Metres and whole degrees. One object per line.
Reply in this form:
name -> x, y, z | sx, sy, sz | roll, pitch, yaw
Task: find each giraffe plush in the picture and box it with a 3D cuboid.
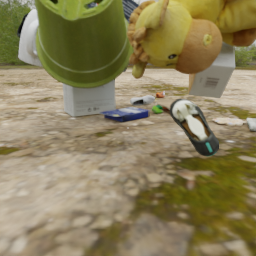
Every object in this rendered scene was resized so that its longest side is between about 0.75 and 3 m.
giraffe plush -> 1.100, -2.057, 5.202 | 2.953, 2.548, 2.394 | 17, 60, 29

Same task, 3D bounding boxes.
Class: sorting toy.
sorting toy -> 1.758, -0.859, 11.684 | 1.975, 0.291, 1.460 | -1, 19, -18

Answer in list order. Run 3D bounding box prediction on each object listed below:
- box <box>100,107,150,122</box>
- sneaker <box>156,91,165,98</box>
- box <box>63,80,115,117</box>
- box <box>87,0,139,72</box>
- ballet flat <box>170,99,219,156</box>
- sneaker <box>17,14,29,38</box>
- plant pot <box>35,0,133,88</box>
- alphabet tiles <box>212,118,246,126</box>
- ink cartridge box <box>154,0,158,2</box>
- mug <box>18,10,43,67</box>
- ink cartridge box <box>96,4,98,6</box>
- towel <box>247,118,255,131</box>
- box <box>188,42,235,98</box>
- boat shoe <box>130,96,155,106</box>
box -> -0.129, -0.492, 10.305 | 1.682, 0.273, 1.019 | -11, 18, -41
sneaker -> 1.777, -1.867, 15.468 | 0.480, 0.332, 0.857 | 4, 15, 9
box -> -1.555, -1.484, 11.078 | 1.788, 1.797, 1.175 | -8, 18, -27
box -> -0.817, -3.883, 11.199 | 1.442, 2.694, 2.000 | 22, 5, 44
ballet flat -> 0.831, -0.118, 3.669 | 0.376, 0.379, 1.107 | -34, 46, 6
sneaker -> -2.691, -3.528, 9.293 | 0.816, 2.309, 1.145 | 45, 4, 38
plant pot -> -0.995, -2.410, 6.014 | 2.474, 2.474, 2.350 | -1, -11, -5
alphabet tiles -> 3.472, -0.219, 9.673 | 0.987, 0.074, 1.009 | -1, 15, -8
ink cartridge box -> 1.019, -2.991, 8.079 | 1.105, 1.886, 0.635 | 17, 31, 7
mug -> -2.568, -2.606, 8.145 | 1.200, 1.425, 1.626 | 15, 23, -3
ink cartridge box -> -0.621, -4.059, 9.614 | 1.012, 1.265, 0.299 | -18, 53, -32
towel -> 4.465, -0.097, 8.920 | 1.226, 0.220, 1.273 | 4, 15, 17
box -> 2.005, -1.700, 6.890 | 0.811, 1.162, 1.526 | 6, 59, 4
boat shoe -> 0.702, -1.246, 13.007 | 1.181, 0.425, 0.404 | -2, 28, -14
